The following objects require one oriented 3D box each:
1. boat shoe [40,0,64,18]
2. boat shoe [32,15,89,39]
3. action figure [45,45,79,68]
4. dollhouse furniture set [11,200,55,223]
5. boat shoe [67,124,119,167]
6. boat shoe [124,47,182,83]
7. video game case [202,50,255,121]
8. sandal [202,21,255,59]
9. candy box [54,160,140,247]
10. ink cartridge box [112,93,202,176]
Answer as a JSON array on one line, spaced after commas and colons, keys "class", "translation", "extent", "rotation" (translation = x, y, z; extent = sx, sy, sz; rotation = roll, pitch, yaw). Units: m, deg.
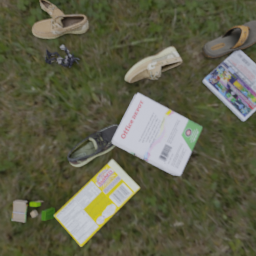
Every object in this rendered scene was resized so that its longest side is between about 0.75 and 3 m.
[{"class": "boat shoe", "translation": [-3.231, -4.986, 11.803], "extent": [1.209, 0.390, 0.431], "rotation": [33, 80, 6]}, {"class": "boat shoe", "translation": [-2.819, -4.259, 11.466], "extent": [2.342, 0.756, 0.835], "rotation": [-10, 79, -2]}, {"class": "action figure", "translation": [-2.657, -2.831, 11.237], "extent": [1.316, 0.672, 0.782], "rotation": [3, 68, 2]}, {"class": "dollhouse furniture set", "translation": [-3.479, 3.043, 10.250], "extent": [1.495, 0.577, 0.747], "rotation": [0, 85, 19]}, {"class": "boat shoe", "translation": [-1.212, 0.629, 10.445], "extent": [2.360, 0.776, 0.843], "rotation": [-34, 77, -7]}, {"class": "boat shoe", "translation": [1.007, -2.334, 11.048], "extent": [2.409, 0.869, 0.782], "rotation": [-29, 79, -11]}, {"class": "video game case", "translation": [4.496, -1.742, 11.212], "extent": [2.063, 0.260, 2.264], "rotation": [-42, 82, -8]}, {"class": "sandal", "translation": [4.238, -3.659, 11.261], "extent": [2.635, 0.719, 1.077], "rotation": [-21, 61, -1]}, {"class": "candy box", "translation": [-1.109, 2.688, 10.206], "extent": [2.911, 0.384, 1.488], "rotation": [-43, 77, -9]}, {"class": "ink cartridge box", "translation": [0.981, 0.264, 10.106], "extent": [2.657, 1.115, 1.924], "rotation": [28, 80, -3]}]
